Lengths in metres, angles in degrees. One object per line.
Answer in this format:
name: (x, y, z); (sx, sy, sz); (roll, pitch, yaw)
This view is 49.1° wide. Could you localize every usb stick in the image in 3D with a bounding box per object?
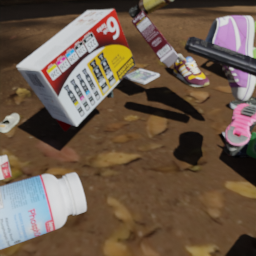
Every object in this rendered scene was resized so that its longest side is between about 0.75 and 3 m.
usb stick: (2.741, -1.909, 7.666); (2.426, 0.396, 0.673); (22, 44, 7)

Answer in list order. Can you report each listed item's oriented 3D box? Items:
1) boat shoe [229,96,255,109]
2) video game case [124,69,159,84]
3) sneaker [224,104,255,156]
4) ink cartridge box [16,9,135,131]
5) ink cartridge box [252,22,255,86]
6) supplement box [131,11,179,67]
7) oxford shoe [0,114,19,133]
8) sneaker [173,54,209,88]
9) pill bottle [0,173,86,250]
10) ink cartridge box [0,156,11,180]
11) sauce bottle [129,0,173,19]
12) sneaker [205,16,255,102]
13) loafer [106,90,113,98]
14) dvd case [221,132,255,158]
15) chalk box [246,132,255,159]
boat shoe: (5.236, -1.080, 11.842); (1.853, 0.524, 0.636); (0, 32, 0)
video game case: (0.737, -2.725, 14.775); (1.282, 0.165, 1.411); (22, 39, 32)
sneaker: (3.019, 0.051, 7.510); (0.708, 0.854, 1.791); (25, 52, 28)
ink cartridge box: (-1.056, -1.377, 7.242); (1.072, 2.245, 2.557); (17, 57, 39)
ink cartridge box: (6.325, -3.710, 13.946); (1.023, 2.702, 1.997); (21, 38, 30)
supplement box: (1.047, -3.334, 10.630); (2.014, 0.613, 1.096); (57, 18, 12)
oxford shoe: (-4.543, -0.270, 10.731); (0.474, 0.364, 1.260); (0, 30, 5)
sneaker: (3.135, -2.922, 14.168); (0.945, 1.136, 2.521); (-17, 36, -25)
pill bottle: (-2.277, 1.853, 6.480); (2.421, 1.316, 1.316); (-14, 35, -21)
ink cartridge box: (-4.015, 1.248, 8.306); (0.916, 0.380, 0.673); (-14, 36, -22)
sauce bottle: (0.896, -5.058, 11.437); (2.061, 0.667, 0.667); (-6, 21, 45)
sneaker: (3.138, -2.143, 8.977); (1.536, 2.695, 0.977); (-7, 6, -14)
loafer: (-0.966, -1.676, 9.667); (0.467, 1.485, 0.533); (-18, 23, 10)
dvd case: (3.885, 0.558, 9.603); (0.999, 0.164, 1.329); (-1, 32, -1)
chalk box: (4.697, 0.880, 7.723); (2.671, 1.667, 1.656); (16, 35, 25)
